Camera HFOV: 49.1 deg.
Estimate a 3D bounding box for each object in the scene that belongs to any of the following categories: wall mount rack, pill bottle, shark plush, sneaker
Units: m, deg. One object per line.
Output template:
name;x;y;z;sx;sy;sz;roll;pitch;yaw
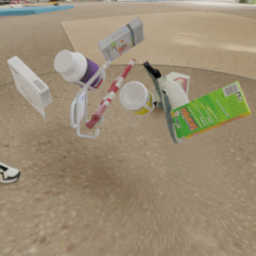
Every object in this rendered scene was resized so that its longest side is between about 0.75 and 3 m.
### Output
wall mount rack;-1.242;-1.044;9.608;1.034;2.411;2.774;5;18;-1
pill bottle;-1.946;-2.303;11.291;1.194;1.194;2.143;20;0;28
shark plush;1.140;-0.862;8.997;1.290;1.183;2.840;-36;86;-37
pill bottle;0.370;-0.942;9.513;0.933;0.933;1.632;12;-2;17
sneaker;-4.528;1.495;9.832;1.537;0.615;0.567;7;32;9

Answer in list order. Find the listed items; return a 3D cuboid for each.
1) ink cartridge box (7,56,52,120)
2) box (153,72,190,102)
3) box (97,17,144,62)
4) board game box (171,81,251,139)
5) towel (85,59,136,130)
ink cartridge box;-2.991;-1.211;8.680;1.604;1.414;0.359;43;64;16
box;2.247;-1.923;14.535;1.079;1.267;1.981;22;39;30
box;-0.269;-3.731;12.115;2.017;1.572;0.415;-32;80;-1
board game box;1.784;-0.349;6.288;1.653;0.248;0.789;-23;60;26
towel;-0.655;-1.171;9.923;0.285;1.808;2.510;33;69;-9
